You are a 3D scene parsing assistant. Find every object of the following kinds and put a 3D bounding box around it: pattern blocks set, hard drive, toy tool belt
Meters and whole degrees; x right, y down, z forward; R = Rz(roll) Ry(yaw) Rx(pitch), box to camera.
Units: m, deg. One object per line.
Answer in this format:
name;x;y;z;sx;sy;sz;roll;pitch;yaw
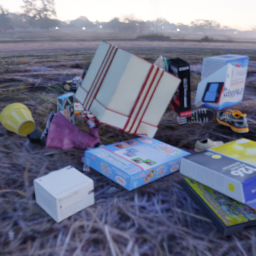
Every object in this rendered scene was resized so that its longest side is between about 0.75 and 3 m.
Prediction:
pattern blocks set;-2.589;-1.082;15.156;2.367;0.192;2.080;-1;21;-1
hard drive;3.737;-1.851;12.387;0.256;1.287;1.951;26;-27;-17
toy tool belt;-1.686;-1.484;12.912;1.536;2.460;1.512;-15;6;-1

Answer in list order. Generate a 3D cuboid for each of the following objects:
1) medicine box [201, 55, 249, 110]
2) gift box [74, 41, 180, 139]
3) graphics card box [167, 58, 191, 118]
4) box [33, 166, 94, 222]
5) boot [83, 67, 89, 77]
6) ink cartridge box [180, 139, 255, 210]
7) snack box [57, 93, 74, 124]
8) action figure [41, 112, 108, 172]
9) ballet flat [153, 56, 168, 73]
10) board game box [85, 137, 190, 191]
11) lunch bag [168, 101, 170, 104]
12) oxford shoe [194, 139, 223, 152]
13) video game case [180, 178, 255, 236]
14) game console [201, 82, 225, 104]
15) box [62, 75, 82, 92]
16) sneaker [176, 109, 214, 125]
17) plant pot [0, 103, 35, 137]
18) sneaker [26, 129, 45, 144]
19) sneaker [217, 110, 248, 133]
medicine box;5.294;-2.592;15.576;2.429;2.666;1.372;-18;28;-37
gift box;-0.144;-1.185;10.064;2.761;2.794;2.992;19;15;-33
graphics card box;2.057;-1.638;11.270;0.545;2.141;1.343;-9;26;-6
box;-1.691;1.695;7.411;1.136;0.746;1.142;-19;29;-40
boot;-0.848;-2.194;12.300;1.778;0.708;2.157;12;2;-29
ink cartridge box;3.533;1.161;7.905;2.932;0.697;2.967;-10;15;-30
snack box;-2.698;-0.668;12.222;0.288;1.551;0.901;13;24;20
action figure;-1.756;0.507;9.773;2.452;1.642;1.825;24;-10;-17
ballet flat;1.318;-2.125;12.224;0.911;0.986;2.923;-11;-17;8
board game box;0.352;0.998;9.165;2.819;0.516;2.132;-13;24;-41
lunch bag;2.366;-2.023;16.109;1.776;1.273;2.165;-3;27;-7
oxford shoe;3.080;0.627;10.497;1.230;0.454;0.435;-9;23;-21
video game case;2.809;1.883;7.587;1.979;0.279;2.190;-6;23;-16
game console;2.865;-1.201;9.515;0.133;0.756;0.855;14;2;-26
box;-2.739;-3.099;19.587;2.690;0.673;2.710;7;23;18
sneaker;3.075;-0.609;13.232;1.729;0.654;0.999;-7;15;-3
plant pot;-4.585;-0.252;11.899;1.238;1.238;1.165;-20;45;-41
sneaker;-3.595;0.438;11.109;0.579;0.485;1.277;-28;27;-33
sneaker;4.793;-0.460;12.805;0.798;0.788;2.039;-8;21;-15
